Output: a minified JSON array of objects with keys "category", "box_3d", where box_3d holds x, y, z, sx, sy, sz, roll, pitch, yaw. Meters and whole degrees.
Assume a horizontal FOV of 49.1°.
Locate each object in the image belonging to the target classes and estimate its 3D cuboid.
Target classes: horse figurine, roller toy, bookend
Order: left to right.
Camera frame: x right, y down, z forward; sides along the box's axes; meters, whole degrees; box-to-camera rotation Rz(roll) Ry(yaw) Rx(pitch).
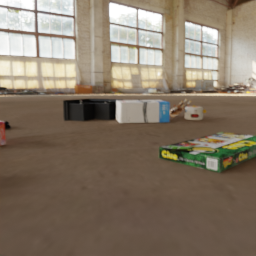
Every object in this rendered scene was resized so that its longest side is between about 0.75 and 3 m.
[{"category":"bookend","box_3d":[-1.575,-0.835,12.890,1.990,0.922,2.003,5,10,29]},{"category":"horse figurine","box_3d":[2.398,-0.907,13.731,1.168,0.440,1.762,-41,2,-8]},{"category":"roller toy","box_3d":[3.064,-0.714,13.019,0.832,0.637,0.912,-7,12,-41]}]

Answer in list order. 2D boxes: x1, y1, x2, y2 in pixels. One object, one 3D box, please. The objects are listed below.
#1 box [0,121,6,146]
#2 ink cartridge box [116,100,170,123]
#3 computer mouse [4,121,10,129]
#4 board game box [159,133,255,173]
[{"category":"box","box_3d":[-3.985,0.149,7.310,1.341,0.635,0.688,3,9,17]},{"category":"ink cartridge box","box_3d":[0.595,-0.736,12.297,2.118,0.909,1.551,0,10,-11]},{"category":"computer mouse","box_3d":[-5.237,-0.198,10.255,1.946,0.448,1.366,7,12,38]},{"category":"board game box","box_3d":[2.124,0.460,6.421,2.748,0.322,1.440,-9,14,-44]}]
